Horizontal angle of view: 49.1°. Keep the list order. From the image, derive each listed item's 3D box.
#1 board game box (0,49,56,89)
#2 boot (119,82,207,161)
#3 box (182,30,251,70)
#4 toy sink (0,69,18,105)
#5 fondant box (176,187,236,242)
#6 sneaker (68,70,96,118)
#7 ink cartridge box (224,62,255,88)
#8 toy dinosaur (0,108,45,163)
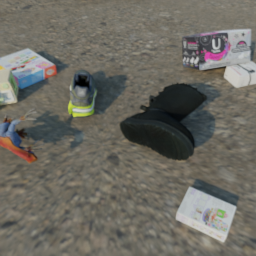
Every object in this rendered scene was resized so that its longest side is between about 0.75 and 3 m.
[{"bbox_3d":[-4.133,-2.431,11.213,1.593,0.420,2.082,-32,51,-32],"label":"board game box"},{"bbox_3d":[1.304,-0.327,7.817,2.308,1.042,2.817,-36,28,-24],"label":"boot"},{"bbox_3d":[3.432,-3.110,10.997,2.233,1.281,1.476,-12,19,-13],"label":"box"},{"bbox_3d":[-4.248,-1.303,9.563,0.725,0.843,1.293,-11,41,-5],"label":"toy sink"},{"bbox_3d":[1.747,1.921,6.309,1.115,0.325,0.805,20,46,23],"label":"fondant box"},{"bbox_3d":[-1.461,-1.406,9.304,0.970,1.063,2.625,3,34,-13],"label":"sneaker"},{"bbox_3d":[4.446,-2.048,10.711,1.196,0.504,0.865,-14,43,-15],"label":"ink cartridge box"},{"bbox_3d":[-2.997,0.449,7.298,2.163,1.136,1.963,-30,27,2],"label":"toy dinosaur"}]
